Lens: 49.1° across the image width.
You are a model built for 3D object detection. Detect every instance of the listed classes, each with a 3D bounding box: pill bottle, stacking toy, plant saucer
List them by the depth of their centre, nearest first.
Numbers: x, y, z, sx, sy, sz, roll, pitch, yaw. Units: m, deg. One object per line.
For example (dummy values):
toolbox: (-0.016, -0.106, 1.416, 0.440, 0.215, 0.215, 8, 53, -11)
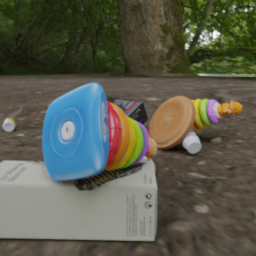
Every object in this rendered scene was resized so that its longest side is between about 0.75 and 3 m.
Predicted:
stacking toy: (-0.149, 0.242, 4.685, 1.239, 1.311, 2.258, -16, -20, 36)
pill bottle: (0.108, 0.821, 6.648, 0.680, 0.680, 1.225, -5, 15, -18)
pill bottle: (1.792, 0.338, 8.236, 0.499, 0.499, 0.862, -3, 33, -10)
plant saucer: (1.264, -0.205, 8.694, 0.293, 1.818, 1.818, 31, -2, -30)
stacking toy: (2.547, -0.488, 9.109, 2.296, 1.332, 1.260, -11, 16, 40)
pill bottle: (-4.602, -0.119, 10.837, 0.428, 0.428, 0.783, -5, 16, -19)

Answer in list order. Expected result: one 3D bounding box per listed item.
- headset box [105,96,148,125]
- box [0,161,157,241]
headset box: (-0.497, -0.252, 9.293, 2.101, 0.812, 1.564, 12, 44, 38)
box: (-0.930, 1.164, 4.704, 2.769, 0.947, 1.138, 1, 13, 0)
